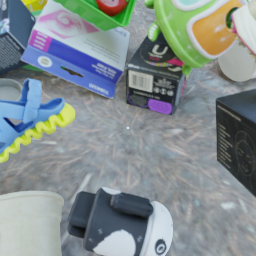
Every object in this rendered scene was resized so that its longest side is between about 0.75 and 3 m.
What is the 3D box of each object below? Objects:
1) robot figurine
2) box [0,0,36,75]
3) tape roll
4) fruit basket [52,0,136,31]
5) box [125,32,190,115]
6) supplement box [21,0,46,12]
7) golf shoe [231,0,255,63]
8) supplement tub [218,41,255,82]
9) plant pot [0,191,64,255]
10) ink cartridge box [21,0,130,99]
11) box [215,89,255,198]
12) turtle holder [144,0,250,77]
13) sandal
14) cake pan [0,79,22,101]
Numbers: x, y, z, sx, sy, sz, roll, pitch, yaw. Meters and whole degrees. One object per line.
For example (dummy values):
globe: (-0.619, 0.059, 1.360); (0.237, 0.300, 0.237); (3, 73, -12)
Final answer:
robot figurine: (-0.089, 1.231, 3.537); (1.293, 0.971, 0.807); (15, 81, 0)
box: (-4.199, -2.675, 8.442); (2.497, 1.337, 1.853); (-17, 62, 11)
tape roll: (-2.785, -3.233, 10.037); (2.996, 0.720, 2.996); (0, 49, 0)
fruit basket: (-0.713, -3.973, 7.166); (2.608, 2.608, 1.881); (13, 73, 11)
box: (1.049, -1.813, 8.389); (1.531, 1.328, 2.504); (16, 50, 14)
supplement box: (-4.053, -5.076, 11.692); (0.641, 0.645, 1.179); (30, 55, 24)
golf shoe: (2.346, -0.893, 3.373); (2.261, 1.035, 0.852); (34, 38, -13)
supplement tub: (4.041, -2.500, 8.856); (2.137, 1.543, 1.543); (-33, 57, -25)
plant pot: (-1.879, 2.266, 4.668); (1.931, 1.931, 1.768); (-14, 61, -12)
ink cartridge box: (-1.418, -2.601, 8.678); (2.851, 0.629, 2.904); (21, 49, -19)
box: (1.897, 0.190, 4.122); (0.734, 1.164, 1.184); (-16, 27, -7)
turtle holder: (1.728, -2.708, 6.501); (1.904, 2.038, 2.682); (-28, 21, 37)
sandal: (-2.233, -0.078, 5.111); (2.445, 1.065, 0.972); (-36, 31, -23)
cake pan: (-3.830, -0.911, 8.314); (1.431, 0.262, 1.431); (0, 49, 0)
